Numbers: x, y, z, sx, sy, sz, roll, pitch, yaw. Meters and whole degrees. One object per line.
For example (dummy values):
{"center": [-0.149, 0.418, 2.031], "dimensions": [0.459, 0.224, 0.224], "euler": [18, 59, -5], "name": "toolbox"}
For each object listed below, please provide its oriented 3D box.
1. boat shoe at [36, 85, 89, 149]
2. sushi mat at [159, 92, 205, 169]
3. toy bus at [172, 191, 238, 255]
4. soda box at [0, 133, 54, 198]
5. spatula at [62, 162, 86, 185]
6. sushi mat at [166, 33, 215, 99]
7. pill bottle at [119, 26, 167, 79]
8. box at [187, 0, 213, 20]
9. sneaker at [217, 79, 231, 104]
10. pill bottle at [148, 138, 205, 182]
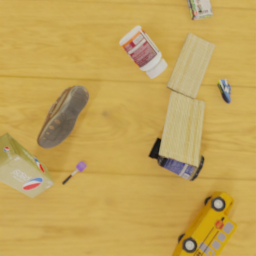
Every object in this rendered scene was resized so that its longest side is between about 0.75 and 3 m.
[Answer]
{"center": [-2.380, -0.419, 9.931], "dimensions": [0.924, 0.974, 2.573], "euler": [18, 67, 41], "name": "boat shoe"}
{"center": [1.954, -0.043, 9.820], "dimensions": [1.371, 0.173, 2.866], "euler": [17, 57, -1], "name": "sushi mat"}
{"center": [2.560, 3.555, 9.241], "dimensions": [1.169, 0.972, 2.987], "euler": [38, 80, 8], "name": "toy bus"}
{"center": [-3.351, 1.281, 8.753], "dimensions": [0.943, 2.785, 0.892], "euler": [-33, 64, -9], "name": "soda box"}
{"center": [-1.978, 1.654, 10.113], "dimensions": [1.086, 0.112, 0.307], "euler": [-43, 78, -8], "name": "spatula"}
{"center": [2.459, -2.415, 10.948], "dimensions": [1.208, 0.153, 2.526], "euler": [23, 78, -3], "name": "sushi mat"}
{"center": [0.590, -2.762, 10.369], "dimensions": [0.982, 0.982, 1.792], "euler": [-45, 108, -9], "name": "pill bottle"}
{"center": [2.895, -5.247, 11.567], "dimensions": [0.844, 0.266, 1.533], "euler": [-8, 78, -2], "name": "box"}
{"center": [3.753, -1.416, 10.668], "dimensions": [0.419, 0.377, 1.019], "euler": [-14, 79, -5], "name": "sneaker"}
{"center": [1.651, 1.059, 9.785], "dimensions": [1.783, 0.997, 0.997], "euler": [26, 79, 5], "name": "pill bottle"}
